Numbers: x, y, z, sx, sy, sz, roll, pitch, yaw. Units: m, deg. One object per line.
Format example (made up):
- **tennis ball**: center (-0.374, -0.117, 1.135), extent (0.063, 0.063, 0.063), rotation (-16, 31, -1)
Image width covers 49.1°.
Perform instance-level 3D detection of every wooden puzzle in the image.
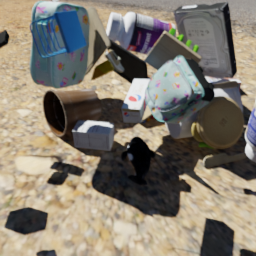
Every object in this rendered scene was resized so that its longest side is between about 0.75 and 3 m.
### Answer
- **wooden puzzle**: center (-1.300, -2.830, 9.382), extent (0.322, 2.753, 1.857), rotation (-10, -12, -44)

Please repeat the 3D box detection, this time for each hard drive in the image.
- **hard drive**: center (2.775, -3.017, 9.992), extent (1.870, 2.676, 0.506), rotation (16, 55, 40)

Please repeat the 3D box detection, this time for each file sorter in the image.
- **file sorter**: center (-1.449, -1.975, 5.904), extent (0.680, 0.770, 1.109), rotation (-10, 22, 14)

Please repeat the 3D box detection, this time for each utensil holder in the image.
- **utensil holder**: center (2.604, -0.671, 10.208), extent (2.261, 1.922, 1.922), rotation (-10, 34, -10)

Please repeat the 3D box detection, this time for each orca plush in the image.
- **orca plush**: center (0.277, 0.814, 8.942), extent (1.110, 0.750, 2.110), rotation (7, 34, 11)

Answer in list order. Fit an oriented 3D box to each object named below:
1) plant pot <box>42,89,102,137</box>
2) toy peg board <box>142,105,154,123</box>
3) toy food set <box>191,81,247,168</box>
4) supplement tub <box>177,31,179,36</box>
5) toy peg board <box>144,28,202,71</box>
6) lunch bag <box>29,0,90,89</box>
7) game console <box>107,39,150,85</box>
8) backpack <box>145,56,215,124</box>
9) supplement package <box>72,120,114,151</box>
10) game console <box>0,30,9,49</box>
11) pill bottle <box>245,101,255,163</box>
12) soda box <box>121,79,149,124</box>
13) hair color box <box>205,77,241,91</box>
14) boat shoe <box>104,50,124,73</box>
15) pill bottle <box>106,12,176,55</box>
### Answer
- **plant pot**: center (-2.041, -0.716, 10.593), extent (1.721, 1.738, 1.738), rotation (-18, 37, -37)
- **toy peg board**: center (0.670, -0.600, 11.481), extent (1.037, 0.510, 1.042), rotation (-36, 44, -20)
- **toy food set**: center (2.939, -0.173, 9.243), extent (1.856, 2.688, 0.540), rotation (-8, 2, -13)
- **supplement tub**: center (2.827, -3.859, 11.887), extent (1.207, 1.970, 1.207), rotation (-19, 40, 16)
- **toy peg board**: center (1.526, -2.426, 9.244), extent (1.429, 1.423, 0.699), rotation (34, 57, -6)
- **lunch bag**: center (-2.057, -2.506, 8.430), extent (0.975, 2.529, 2.028), rotation (15, 21, 20)
- **game console**: center (0.265, -2.033, 9.185), extent (1.636, 1.083, 1.860), rotation (-12, 44, -47)
- **backpack**: center (0.966, -0.716, 5.894), extent (0.994, 1.297, 1.140), rotation (-7, 62, -44)
- **supplement package**: center (-1.195, 0.256, 9.808), extent (1.299, 0.739, 0.711), rotation (6, 35, 8)
- **game console**: center (-4.103, -2.306, 8.658), extent (0.904, 0.185, 1.533), rotation (-21, 58, 21)
- **pill bottle**: center (3.396, 0.043, 6.700), extent (1.017, 1.700, 1.017), rotation (-2, 41, 1)
- **soda box**: center (0.222, -0.662, 6.650), extent (0.439, 0.410, 1.288), rotation (4, 41, 14)
- **hair color box**: center (4.436, -2.110, 13.620), extent (1.732, 0.554, 0.960), rotation (-5, 33, -9)
- **boat shoe**: center (-0.354, -1.953, 8.228), extent (0.266, 0.777, 0.290), rotation (-30, 37, 26)
- **pill bottle**: center (0.431, -3.411, 10.234), extent (2.359, 1.314, 1.314), rotation (10, 31, -13)
